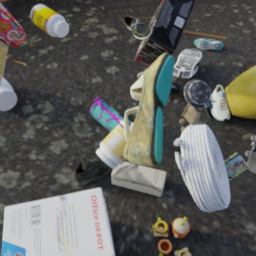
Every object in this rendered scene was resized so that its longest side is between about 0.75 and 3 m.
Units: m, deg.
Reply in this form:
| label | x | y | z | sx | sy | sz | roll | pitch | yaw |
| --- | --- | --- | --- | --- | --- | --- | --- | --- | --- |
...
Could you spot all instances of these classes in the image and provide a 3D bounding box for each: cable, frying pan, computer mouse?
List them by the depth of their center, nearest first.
| label | x | y | z | sx | sy | sz | roll | pitch | yaw |
| --- | --- | --- | --- | --- | --- | --- | --- | --- | --- |
| frying pan | 1.317 | -0.459 | 5.109 | 0.545 | 0.147 | 0.901 | -8 | 83 | -16 |
| cable | 1.610 | 0.788 | 5.807 | 0.624 | 1.803 | 1.803 | -17 | 14 | 24 |
| computer mouse | 2.478 | -2.453 | 12.235 | 1.520 | 0.608 | 2.772 | 18 | 54 | 24 |

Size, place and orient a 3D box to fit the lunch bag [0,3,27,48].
| label | x | y | z | sx | sy | sz | roll | pitch | yaw |
| --- | --- | --- | --- | --- | --- | --- | --- | --- | --- |
| lunch bag | -3.349 | -2.898 | 7.322 | 0.567 | 1.385 | 1.220 | -37 | 56 | 2 |

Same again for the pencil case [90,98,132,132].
| label | x | y | z | sx | sy | sz | roll | pitch | yaw |
| --- | --- | --- | --- | --- | --- | --- | --- | --- | --- |
| pencil case | -0.560 | -0.298 | 10.036 | 0.776 | 0.843 | 1.824 | -36 | 56 | -25 |

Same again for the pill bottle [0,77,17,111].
| label | x | y | z | sx | sy | sz | roll | pitch | yaw |
| --- | --- | --- | --- | --- | --- | --- | --- | --- | --- |
| pill bottle | -5.203 | -1.512 | 11.004 | 1.061 | 1.061 | 1.872 | -32 | 55 | -26 |

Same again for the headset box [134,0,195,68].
| label | x | y | z | sx | sy | sz | roll | pitch | yaw |
| --- | --- | --- | --- | --- | --- | --- | --- | --- | --- |
| headset box | 1.110 | -3.156 | 9.475 | 0.942 | 2.440 | 1.815 | 24 | 83 | -9 |

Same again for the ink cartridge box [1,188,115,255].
| label | x | y | z | sx | sy | sz | roll | pitch | yaw |
| --- | --- | --- | --- | --- | --- | --- | --- | --- | --- |
| ink cartridge box | -1.542 | 2.749 | 6.642 | 2.292 | 1.658 | 1.687 | -9 | 48 | -8 |

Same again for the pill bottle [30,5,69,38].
| label | x | y | z | sx | sy | sz | roll | pitch | yaw |
| --- | --- | --- | --- | --- | --- | --- | --- | --- | --- |
| pill bottle | -1.958 | -2.664 | 7.055 | 1.004 | 0.548 | 0.548 | 37 | 57 | 25 |

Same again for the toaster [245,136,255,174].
| label | x | y | z | sx | sy | sz | roll | pitch | yaw |
| --- | --- | --- | --- | --- | --- | --- | --- | --- | --- |
| toaster | 4.883 | 0.714 | 8.896 | 1.918 | 1.138 | 1.734 | 22 | 51 | 19 |

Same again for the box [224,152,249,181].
| label | x | y | z | sx | sy | sz | roll | pitch | yaw |
| --- | --- | --- | --- | --- | --- | --- | --- | --- | --- |
| box | 2.396 | 0.977 | 6.649 | 0.783 | 0.136 | 0.431 | -39 | 95 | 10 |

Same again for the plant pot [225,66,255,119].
| label | x | y | z | sx | sy | sz | roll | pitch | yaw |
| --- | --- | --- | --- | --- | --- | --- | --- | --- | --- |
| plant pot | 4.442 | -1.148 | 10.289 | 1.448 | 2.040 | 2.040 | -17 | 42 | 23 |

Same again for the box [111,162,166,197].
| label | x | y | z | sx | sy | sz | roll | pitch | yaw |
| --- | --- | --- | --- | --- | --- | --- | --- | --- | --- |
| box | 0.317 | 1.533 | 8.544 | 1.577 | 0.539 | 0.648 | 11 | 48 | 10 |

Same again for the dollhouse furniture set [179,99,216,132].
| label | x | y | z | sx | sy | sz | roll | pitch | yaw |
| --- | --- | --- | --- | --- | --- | --- | --- | --- | --- |
| dollhouse furniture set | 1.984 | -0.365 | 8.044 | 0.528 | 1.193 | 0.618 | 13 | 25 | -22 |

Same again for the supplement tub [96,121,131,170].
| label | x | y | z | sx | sy | sz | roll | pitch | yaw |
| --- | --- | --- | --- | --- | --- | --- | --- | --- | --- |
| supplement tub | -0.221 | 0.443 | 7.046 | 1.054 | 0.767 | 0.767 | -47 | 58 | -2 |

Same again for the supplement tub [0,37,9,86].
| label | x | y | z | sx | sy | sz | roll | pitch | yaw |
| --- | --- | --- | --- | --- | --- | --- | --- | --- | --- |
| supplement tub | -4.213 | -1.828 | 7.913 | 1.331 | 1.331 | 1.830 | 7 | 84 | 6 |

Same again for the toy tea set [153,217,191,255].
| label | x | y | z | sx | sy | sz | roll | pitch | yaw |
| --- | --- | --- | --- | --- | --- | --- | --- | --- | --- |
| toy tea set | 1.180 | 2.998 | 7.149 | 0.952 | 0.592 | 1.600 | -3 | 47 | -2 |

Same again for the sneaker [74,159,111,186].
| label | x | y | z | sx | sy | sz | roll | pitch | yaw |
| --- | --- | --- | --- | --- | --- | --- | --- | --- | --- |
| sneaker | -1.062 | 1.215 | 8.699 | 1.347 | 0.772 | 0.515 | -24 | 53 | -23 |

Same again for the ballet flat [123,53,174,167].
| label | x | y | z | sx | sy | sz | roll | pitch | yaw |
| --- | --- | --- | --- | --- | --- | --- | --- | --- | --- |
| ballet flat | 0.435 | -0.530 | 6.536 | 1.029 | 1.029 | 2.910 | 8 | 68 | 7 |

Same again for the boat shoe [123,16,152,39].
| label | x | y | z | sx | sy | sz | roll | pitch | yaw |
| --- | --- | --- | --- | --- | --- | --- | --- | --- | --- |
| boat shoe | 0.190 | -2.299 | 6.389 | 0.341 | 0.321 | 0.950 | -44 | 47 | 5 |

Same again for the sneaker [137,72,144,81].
| label | x | y | z | sx | sy | sz | roll | pitch | yaw |
| --- | --- | --- | --- | --- | --- | --- | --- | --- | --- |
| sneaker | 1.136 | -2.005 | 11.531 | 1.689 | 0.632 | 0.897 | -20 | 49 | 30 |

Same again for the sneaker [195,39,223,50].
| label | x | y | z | sx | sy | sz | roll | pitch | yaw |
| --- | --- | --- | --- | --- | --- | --- | --- | --- | --- |
| sneaker | 3.991 | -4.181 | 13.959 | 1.356 | 0.526 | 0.618 | 11 | 34 | 4 |

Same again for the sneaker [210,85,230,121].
| label | x | y | z | sx | sy | sz | roll | pitch | yaw |
| --- | --- | --- | --- | --- | --- | --- | --- | --- | --- |
| sneaker | 3.554 | -0.990 | 10.767 | 0.631 | 0.730 | 1.684 | 0 | 48 | -2 |
